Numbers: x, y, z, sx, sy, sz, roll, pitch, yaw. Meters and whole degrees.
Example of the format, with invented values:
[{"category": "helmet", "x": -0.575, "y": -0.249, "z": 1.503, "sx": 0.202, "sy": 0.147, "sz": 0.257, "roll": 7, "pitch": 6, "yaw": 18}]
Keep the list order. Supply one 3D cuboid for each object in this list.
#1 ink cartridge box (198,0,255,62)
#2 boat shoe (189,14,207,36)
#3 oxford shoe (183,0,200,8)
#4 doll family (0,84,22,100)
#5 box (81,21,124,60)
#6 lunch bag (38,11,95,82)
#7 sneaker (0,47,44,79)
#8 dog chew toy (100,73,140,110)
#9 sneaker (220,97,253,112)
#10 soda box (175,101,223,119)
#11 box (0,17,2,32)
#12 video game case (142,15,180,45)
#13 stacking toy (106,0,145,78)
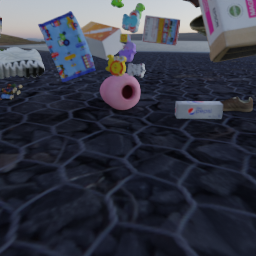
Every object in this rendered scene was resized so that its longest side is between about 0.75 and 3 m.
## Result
[{"category": "ink cartridge box", "x": 2.510, "y": -2.741, "z": 5.699, "sx": 1.956, "sy": 2.374, "sz": 0.892, "roll": -11, "pitch": -5, "yaw": -2}, {"category": "boat shoe", "x": 2.534, "y": -2.915, "z": 7.207, "sx": 0.699, "sy": 0.810, "sz": 2.221, "roll": 1, "pitch": 4, "yaw": -26}, {"category": "oxford shoe", "x": 2.494, "y": -4.731, "z": 10.464, "sx": 1.072, "sy": 0.389, "sz": 0.381, "roll": 14, "pitch": 6, "yaw": 16}, {"category": "doll family", "x": -5.629, "y": -1.696, "z": 13.164, "sx": 0.798, "sy": 0.542, "sz": 1.381, "roll": 7, "pitch": 22, "yaw": 5}, {"category": "box", "x": -1.106, "y": -3.327, "z": 10.600, "sx": 1.613, "sy": 0.786, "sz": 1.003, "roll": 26, "pitch": 58, "yaw": 34}, {"category": "lunch bag", "x": -1.497, "y": -2.239, "z": 7.613, "sx": 0.916, "sy": 1.467, "sz": 1.948, "roll": -19, "pitch": 19, "yaw": 4}, {"category": "sneaker", "x": -4.060, "y": -2.218, "z": 9.368, "sx": 2.343, "sy": 0.950, "sz": 0.880, "roll": -5, "pitch": -19, "yaw": -28}, {"category": "dog chew toy", "x": -0.457, "y": -1.500, "z": 11.396, "sx": 1.424, "sy": 1.424, "sz": 2.286, "roll": -8, "pitch": 13, "yaw": -23}, {"category": "sneaker", "x": 4.073, "y": -0.977, "z": 10.957, "sx": 1.497, "sy": 0.565, "sz": 0.527, "roll": 4, "pitch": 19, "yaw": 10}, {"category": "soda box", "x": 2.514, "y": -0.648, "z": 10.032, "sx": 1.600, "sy": 0.546, "sz": 0.507, "roll": 0, "pitch": 19, "yaw": 2}, {"category": "box", "x": -3.636, "y": -2.214, "z": 7.390, "sx": 0.273, "sy": 0.937, "sz": 1.369, "roll": 12, "pitch": 44, "yaw": -21}, {"category": "video game case", "x": 1.485, "y": -4.391, "z": 12.626, "sx": 1.577, "sy": 1.128, "sz": 0.138, "roll": 8, "pitch": 21, "yaw": 2}, {"category": "stacking toy", "x": 0.065, "y": -2.964, "z": 9.084, "sx": 0.634, "sy": 2.696, "sz": 2.033, "roll": 8, "pitch": 8, "yaw": 20}]
